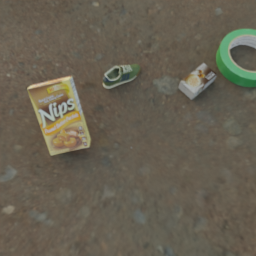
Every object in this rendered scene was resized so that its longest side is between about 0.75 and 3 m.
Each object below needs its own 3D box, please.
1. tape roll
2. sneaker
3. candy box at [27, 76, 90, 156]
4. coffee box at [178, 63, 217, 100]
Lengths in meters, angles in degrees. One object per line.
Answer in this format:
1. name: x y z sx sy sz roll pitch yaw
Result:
1. tape roll: 5.323 -3.118 12.398 2.702 0.649 2.702 0 68 0
2. sneaker: -0.259 -2.341 11.968 1.851 0.831 0.621 -29 70 -11
3. candy box: -2.471 -0.419 10.313 1.527 0.731 2.645 -13 111 1
4. coffee box: 2.969 -1.978 11.957 1.432 0.571 0.819 -38 72 -14
